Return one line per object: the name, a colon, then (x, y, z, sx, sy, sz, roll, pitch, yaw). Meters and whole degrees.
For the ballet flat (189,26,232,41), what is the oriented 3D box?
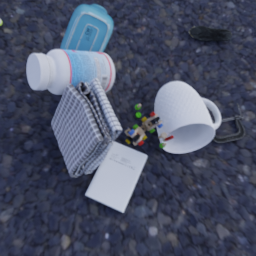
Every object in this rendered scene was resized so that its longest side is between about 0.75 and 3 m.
ballet flat: (3.541, -4.040, 12.135, 1.824, 0.518, 0.606, 10, 109, 6)

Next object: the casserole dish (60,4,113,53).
casserole dish: (-1.581, -3.308, 10.603, 1.592, 2.628, 0.510, 20, 26, -21)

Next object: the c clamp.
c clamp: (3.684, -0.107, 10.495, 1.558, 0.211, 1.331, -17, 72, -9)

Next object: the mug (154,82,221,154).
mug: (2.106, -0.478, 9.840, 2.449, 1.808, 2.147, 0, 54, -15)

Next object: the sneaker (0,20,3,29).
sneaker: (-6.185, -4.321, 12.045, 0.608, 0.702, 1.694, 34, 70, 14)

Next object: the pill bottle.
pill bottle: (-1.930, -1.899, 9.624, 2.747, 1.494, 1.494, -8, 61, -41)

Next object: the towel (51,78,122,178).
towel: (-1.483, 0.072, 8.962, 1.154, 2.698, 2.234, -7, 60, -35)

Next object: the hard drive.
hard drive: (-0.374, 1.640, 9.651, 1.392, 0.277, 2.111, 22, 68, 9)

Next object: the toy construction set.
toy construction set: (0.551, 0.175, 8.671, 1.410, 1.083, 1.176, 27, 69, -10)
